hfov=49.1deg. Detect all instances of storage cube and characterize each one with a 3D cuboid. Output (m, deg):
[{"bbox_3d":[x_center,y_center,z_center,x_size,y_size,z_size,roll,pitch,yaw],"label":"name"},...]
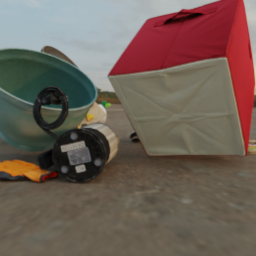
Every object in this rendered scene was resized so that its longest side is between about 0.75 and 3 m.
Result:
[{"bbox_3d":[1.543,-1.103,6.817,2.557,2.992,2.689,-2,41,31],"label":"storage cube"}]

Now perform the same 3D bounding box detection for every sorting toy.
[{"bbox_3d":[-1.557,-0.928,12.579,1.723,1.274,0.254,-40,-6,-41],"label":"sorting toy"}]

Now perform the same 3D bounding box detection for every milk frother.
[{"bbox_3d":[-0.992,0.059,5.563,1.488,1.649,1.551,5,6,5],"label":"milk frother"}]

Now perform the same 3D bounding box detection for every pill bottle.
[{"bbox_3d":[-2.399,-0.634,14.261,2.347,1.403,1.403,-2,6,-31],"label":"pill bottle"}]

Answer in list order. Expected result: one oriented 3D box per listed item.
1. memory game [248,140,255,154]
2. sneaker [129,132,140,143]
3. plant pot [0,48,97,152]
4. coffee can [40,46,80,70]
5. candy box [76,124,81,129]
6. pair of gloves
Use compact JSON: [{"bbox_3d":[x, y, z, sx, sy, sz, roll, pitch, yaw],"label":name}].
[{"bbox_3d":[3.702,0.544,8.550,2.301,0.147,2.301,0,5,0],"label":"memory game"},{"bbox_3d":[0.722,0.260,9.770,1.335,0.492,0.534,1,4,4],"label":"sneaker"},{"bbox_3d":[-2.220,-0.524,6.739,2.550,1.709,2.550,20,31,-12],"label":"plant pot"},{"bbox_3d":[-2.836,-1.151,9.161,2.489,1.822,1.822,-39,-8,19],"label":"coffee can"},{"bbox_3d":[-2.720,-0.020,10.592,1.743,0.482,1.006,1,34,1],"label":"candy box"},{"bbox_3d":[-2.473,0.856,4.881,1.785,0.248,2.003,3,7,30],"label":"pair of gloves"}]
